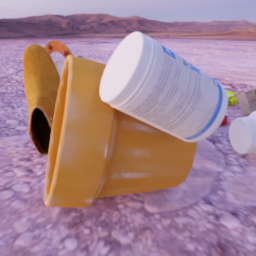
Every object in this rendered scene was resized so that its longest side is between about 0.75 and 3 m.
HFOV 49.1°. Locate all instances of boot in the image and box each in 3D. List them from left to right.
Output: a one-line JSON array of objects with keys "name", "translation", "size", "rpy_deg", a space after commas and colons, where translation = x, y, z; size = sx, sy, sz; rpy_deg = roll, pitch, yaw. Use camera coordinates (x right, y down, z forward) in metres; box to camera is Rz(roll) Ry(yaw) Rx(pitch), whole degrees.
[{"name": "boot", "translation": [-2.433, -0.865, 7.908], "size": [1.052, 2.990, 2.141], "rpy_deg": [-10, 16, -7]}]

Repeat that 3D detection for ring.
[{"name": "ring", "translation": [-2.550, -1.982, 9.957], "size": [2.167, 2.167, 0.208], "rpy_deg": [19, 26, 38]}]

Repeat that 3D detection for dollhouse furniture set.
[{"name": "dollhouse furniture set", "translation": [5.578, -1.282, 10.598], "size": [1.448, 2.044, 2.225], "rpy_deg": [-19, -1, -35]}]

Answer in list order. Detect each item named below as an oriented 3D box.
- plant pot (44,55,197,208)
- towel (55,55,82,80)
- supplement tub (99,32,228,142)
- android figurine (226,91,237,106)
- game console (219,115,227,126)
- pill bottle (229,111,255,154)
[{"name": "plant pot", "translation": [-0.179, 0.223, 6.030], "size": [2.728, 2.980, 2.980], "rpy_deg": [9, 19, -18]}, {"name": "towel", "translation": [-2.118, -2.082, 10.744], "size": [1.082, 1.307, 0.559], "rpy_deg": [-7, 18, 22]}, {"name": "supplement tub", "translation": [0.589, -0.578, 4.506], "size": [1.795, 1.184, 1.184], "rpy_deg": [24, 10, -28]}, {"name": "android figurine", "translation": [4.163, -1.375, 12.816], "size": [1.606, 0.362, 1.765], "rpy_deg": [20, 30, 40]}, {"name": "game console", "translation": [2.529, -0.460, 10.758], "size": [1.838, 0.322, 2.078], "rpy_deg": [-12, 25, -18]}, {"name": "pill bottle", "translation": [4.190, 0.110, 7.914], "size": [2.404, 1.340, 1.340], "rpy_deg": [-6, 23, -13]}]
